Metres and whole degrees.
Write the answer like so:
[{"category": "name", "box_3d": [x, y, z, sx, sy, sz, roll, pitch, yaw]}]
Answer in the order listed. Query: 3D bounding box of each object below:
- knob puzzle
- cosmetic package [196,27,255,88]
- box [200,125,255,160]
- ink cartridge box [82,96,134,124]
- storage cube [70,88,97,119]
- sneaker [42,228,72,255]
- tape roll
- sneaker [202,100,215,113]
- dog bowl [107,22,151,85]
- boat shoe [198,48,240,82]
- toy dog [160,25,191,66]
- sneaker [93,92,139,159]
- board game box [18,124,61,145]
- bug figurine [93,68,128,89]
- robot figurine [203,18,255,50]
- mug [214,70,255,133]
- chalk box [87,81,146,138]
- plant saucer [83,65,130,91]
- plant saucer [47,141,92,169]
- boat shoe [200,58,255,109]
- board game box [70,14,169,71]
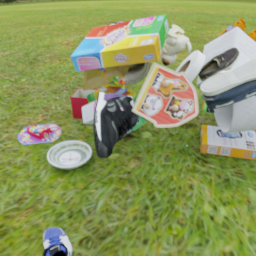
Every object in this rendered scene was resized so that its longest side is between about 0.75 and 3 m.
[{"category": "knob puzzle", "box_3d": [0.857, -0.563, 5.779, 1.409, 1.409, 0.195, 6, 10, 10]}, {"category": "cosmetic package", "box_3d": [4.263, -2.511, 11.673, 1.815, 1.804, 2.169, 25, 67, -25]}, {"category": "box", "box_3d": [4.178, 0.575, 11.271, 2.447, 0.507, 1.457, 9, 34, 10]}, {"category": "ink cartridge box", "box_3d": [-0.749, -0.639, 10.182, 1.174, 0.688, 1.625, -2, -12, -44]}, {"category": "storage cube", "box_3d": [-1.999, -1.151, 13.354, 1.272, 1.144, 1.087, 6, 33, 11]}, {"category": "sneaker", "box_3d": [-1.715, 3.041, 6.883, 0.704, 1.007, 1.744, -10, 34, -17]}, {"category": "tape roll", "box_3d": [2.162, -2.077, 10.559, 0.331, 1.810, 1.810, 34, 31, -12]}, {"category": "sneaker", "box_3d": [3.043, -1.120, 9.718, 0.562, 1.341, 0.515, 19, 25, 0]}, {"category": "dog bowl", "box_3d": [-0.267, -3.286, 12.176, 2.789, 2.789, 1.028, 10, 47, 15]}, {"category": "boat shoe", "box_3d": [3.301, -2.329, 10.198, 0.613, 1.674, 0.543, 55, 15, 20]}, {"category": "toy dog", "box_3d": [1.927, -3.454, 12.192, 1.475, 1.521, 1.062, 33, 46, 4]}, {"category": "sneaker", "box_3d": [-0.295, -0.245, 7.893, 1.232, 1.066, 2.815, -1, 34, -1]}, {"category": "board game box", "box_3d": [-3.832, 0.115, 12.095, 1.821, 0.355, 1.439, -5, 33, -9]}, {"category": "bug figurine", "box_3d": [-0.642, -1.896, 10.059, 1.321, 0.340, 1.024, 30, 3, -19]}, {"category": "robot figurine", "box_3d": [4.620, -3.620, 12.862, 1.876, 2.588, 0.753, 27, 48, -18]}, {"category": "mug", "box_3d": [4.477, -1.234, 9.399, 2.553, 2.912, 2.149, -7, 53, 0]}, {"category": "chalk box", "box_3d": [-0.357, -0.691, 12.065, 1.547, 1.536, 2.479, -34, 45, -28]}, {"category": "plant saucer", "box_3d": [-0.919, -2.354, 11.135, 2.010, 2.011, 0.487, -22, 79, -16]}, {"category": "plant saucer", "box_3d": [-2.176, 1.092, 10.500, 1.648, 0.414, 1.648, 0, 33, 0]}, {"category": "boat shoe", "box_3d": [3.494, -1.255, 7.829, 2.814, 0.870, 1.053, -21, 36, 13]}, {"category": "board game box", "box_3d": [-0.220, -2.928, 9.652, 2.936, 0.592, 2.246, -2, 42, 22]}]
